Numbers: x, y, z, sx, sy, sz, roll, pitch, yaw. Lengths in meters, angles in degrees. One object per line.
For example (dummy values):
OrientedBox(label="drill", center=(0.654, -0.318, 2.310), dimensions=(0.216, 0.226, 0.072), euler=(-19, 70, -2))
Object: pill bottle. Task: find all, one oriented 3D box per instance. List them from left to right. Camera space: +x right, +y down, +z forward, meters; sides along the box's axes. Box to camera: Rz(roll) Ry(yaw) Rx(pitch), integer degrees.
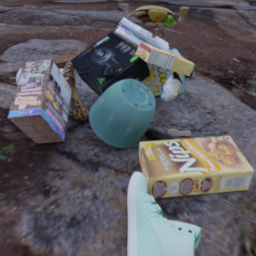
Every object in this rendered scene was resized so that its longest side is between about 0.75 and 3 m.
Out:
OrientedBox(label="pill bottle", center=(-3.782, -2.097, 12.675), dimensions=(2.238, 1.302, 1.302), euler=(9, 33, 15))

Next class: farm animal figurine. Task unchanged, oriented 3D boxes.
OrientedBox(label="farm animal figurine", center=(1.555, -4.273, 12.149), dimensions=(0.981, 0.511, 0.970), euler=(1, 62, 27))

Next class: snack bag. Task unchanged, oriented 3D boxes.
OrientedBox(label="snack bag", center=(0.661, -3.756, 11.795), dimensions=(2.483, 0.282, 2.634), euler=(29, 30, -7))

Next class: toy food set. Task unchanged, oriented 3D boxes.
OrientedBox(label="toy food set", center=(0.980, -4.342, 11.130), dimensions=(2.613, 0.524, 1.804), euler=(6, 4, 4))

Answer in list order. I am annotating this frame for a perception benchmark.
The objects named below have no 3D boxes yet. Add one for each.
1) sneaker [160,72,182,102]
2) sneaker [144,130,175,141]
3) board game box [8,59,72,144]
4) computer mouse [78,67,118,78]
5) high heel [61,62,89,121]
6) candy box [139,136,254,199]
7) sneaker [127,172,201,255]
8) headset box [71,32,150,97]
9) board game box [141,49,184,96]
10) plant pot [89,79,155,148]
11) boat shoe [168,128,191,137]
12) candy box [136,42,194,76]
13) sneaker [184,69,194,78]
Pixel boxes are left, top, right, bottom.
OrientedBox(label="sneaker", center=(1.479, -1.454, 9.711), dimensions=(0.594, 0.589, 1.638), euler=(-26, 21, 34))
OrientedBox(label="sneaker", center=(1.099, 0.445, 9.480), dimensions=(1.294, 0.389, 0.675), euler=(15, 31, 17))
OrientedBox(label="board game box", center=(-2.803, -0.855, 9.336), dimensions=(1.061, 1.747, 2.191), euler=(-5, 59, 12))
OrientedBox(label="computer mouse", center=(-1.038, -1.911, 9.788), dimensions=(1.518, 0.258, 0.445), euler=(6, 55, 23))
OrientedBox(label="high heel", center=(-1.939, -1.404, 10.830), dimensions=(1.560, 2.188, 0.781), euler=(13, 7, 26))
OrientedBox(label="candy box", center=(1.831, 1.075, 8.089), dimensions=(2.860, 0.791, 1.651), euler=(-3, 33, -6))
OrientedBox(label="sneaker", center=(0.768, 2.096, 6.305), dimensions=(1.546, 0.965, 2.621), euler=(-5, 42, 3))
OrientedBox(label="headset box", center=(-0.638, -2.271, 10.797), dimensions=(2.097, 1.117, 2.408), euler=(-37, 54, -9))
OrientedBox(label="board game box", center=(0.897, -2.440, 12.752), dimensions=(2.992, 1.541, 1.569), euler=(-7, 35, -3))
OrientedBox(label="plant pot", center=(-0.058, -0.606, 9.156), dimensions=(2.011, 1.614, 2.011), euler=(18, 48, -21))
OrientedBox(label="boat shoe", center=(1.832, 0.154, 10.088), dimensions=(0.842, 0.282, 0.240), euler=(5, 20, -1))
OrientedBox(label="candy box", center=(1.272, -2.369, 9.661), dimensions=(1.770, 0.490, 1.022), euler=(11, 23, -26))
OrientedBox(label="sneaker", center=(2.863, -2.876, 14.629), dimensions=(1.319, 0.501, 0.953), euler=(-21, 35, -32))
